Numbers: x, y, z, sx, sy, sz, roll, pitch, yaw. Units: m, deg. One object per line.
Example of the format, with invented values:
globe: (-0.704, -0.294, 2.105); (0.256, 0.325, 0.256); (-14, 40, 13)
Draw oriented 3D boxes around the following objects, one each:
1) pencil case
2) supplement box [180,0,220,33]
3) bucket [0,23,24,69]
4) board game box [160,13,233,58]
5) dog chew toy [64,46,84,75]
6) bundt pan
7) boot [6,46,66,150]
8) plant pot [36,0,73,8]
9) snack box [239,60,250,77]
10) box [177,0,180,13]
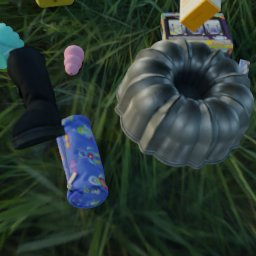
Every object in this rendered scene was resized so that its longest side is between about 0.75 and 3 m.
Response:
pencil case: (-1.320, 0.839, 7.561); (1.027, 1.143, 2.631); (-37, 51, 22)
supplement box: (2.381, -4.307, 9.351); (0.690, 1.182, 1.875); (24, 57, -26)
bucket: (-3.629, -2.323, 8.038); (1.164, 1.164, 0.757); (25, 58, 17)
board game box: (2.628, -3.669, 11.138); (2.545, 0.722, 2.104); (1, 55, 1)
dog chew toy: (-2.009, -2.444, 10.269); (0.723, 0.723, 1.161); (2, 62, 1)
bundt pan: (0.901, -0.518, 4.167); (2.127, 0.798, 2.127); (5, 59, -8)
boot: (-2.090, -0.699, 5.960); (0.964, 2.523, 2.120); (-19, 93, -4)
plant pot: (-3.472, -6.813, 12.666); (2.245, 2.245, 1.980); (-9, 65, -7)
snack box: (4.263, -2.149, 10.378); (0.356, 0.120, 0.991); (17, 55, 12)
box: (2.911, -5.138, 12.113); (1.428, 0.873, 0.757); (17, 54, 11)
